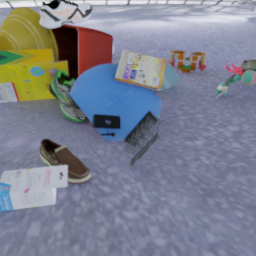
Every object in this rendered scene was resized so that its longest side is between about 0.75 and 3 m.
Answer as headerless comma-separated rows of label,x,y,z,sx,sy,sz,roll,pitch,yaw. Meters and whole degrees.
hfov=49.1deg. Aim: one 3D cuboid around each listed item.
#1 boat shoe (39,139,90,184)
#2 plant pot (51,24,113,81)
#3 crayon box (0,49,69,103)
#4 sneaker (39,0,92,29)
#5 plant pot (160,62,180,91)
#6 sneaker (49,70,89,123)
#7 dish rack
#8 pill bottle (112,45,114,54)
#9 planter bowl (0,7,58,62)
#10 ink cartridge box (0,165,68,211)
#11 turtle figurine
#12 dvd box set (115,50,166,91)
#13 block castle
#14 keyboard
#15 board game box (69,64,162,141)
boat shoe,-1.428,0.665,6.017,1.528,0.565,0.564,21,36,33
plant pot,-1.826,-2.645,10.289,2.317,2.315,2.042,22,30,33
crayon box,-3.212,-1.608,8.844,2.643,1.678,0.671,-5,56,-11
sneaker,-1.893,-3.693,8.782,1.862,0.745,0.687,-31,59,-32
plant pot,1.169,-1.816,10.043,0.865,0.847,0.849,-44,35,0
sneaker,-1.694,-0.917,8.184,0.734,0.802,1.882,-23,65,-41
dish rack,0.291,0.245,6.305,0.365,1.027,1.340,36,21,-9
pill bottle,-1.411,-3.989,14.018,1.263,0.755,0.755,-13,32,-21
planter bowl,-3.799,-2.659,9.653,2.726,2.726,1.135,17,32,27
ink cartridge box,-1.765,1.126,5.346,1.240,0.421,0.714,-5,29,-8
turtle figurine,4.171,-1.589,9.320,2.068,1.391,2.762,19,29,30
dvd box set,0.369,-1.655,8.043,1.332,0.196,0.975,13,71,0
block castle,2.525,-2.836,12.018,1.626,0.763,1.087,7,27,8
keyboard,-0.523,-0.041,6.915,0.870,0.553,0.090,3,-4,-43
board game box,-0.325,-0.691,7.911,2.015,0.497,2.551,-33,70,-22
